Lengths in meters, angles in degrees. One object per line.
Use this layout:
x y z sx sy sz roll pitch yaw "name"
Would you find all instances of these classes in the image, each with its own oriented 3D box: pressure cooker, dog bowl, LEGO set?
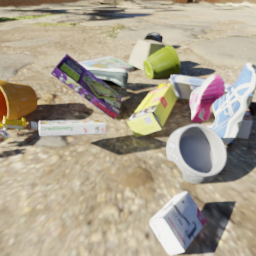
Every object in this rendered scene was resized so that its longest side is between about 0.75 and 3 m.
1.748 -5.983 19.290 1.086 1.103 1.235 32 40 19 "pressure cooker"
1.815 0.626 7.260 1.599 0.469 1.599 6 65 -13 "dog bowl"
-3.891 0.220 8.914 0.953 0.771 2.071 44 35 4 "LEGO set"

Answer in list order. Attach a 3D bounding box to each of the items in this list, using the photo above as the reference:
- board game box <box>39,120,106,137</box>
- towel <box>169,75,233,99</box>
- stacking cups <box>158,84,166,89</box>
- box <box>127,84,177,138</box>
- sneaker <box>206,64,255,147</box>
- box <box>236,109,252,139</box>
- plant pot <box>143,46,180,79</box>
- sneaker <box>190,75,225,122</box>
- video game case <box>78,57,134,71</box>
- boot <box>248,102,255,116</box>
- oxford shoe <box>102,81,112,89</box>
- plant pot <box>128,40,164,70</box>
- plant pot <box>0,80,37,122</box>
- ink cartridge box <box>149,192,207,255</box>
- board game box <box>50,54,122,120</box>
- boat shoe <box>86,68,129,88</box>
-1.584 -0.013 7.826 1.733 0.300 1.094 -2 8 -19 "board game box"
3.021 -1.308 10.676 2.725 0.324 2.001 14 -10 22 "towel"
1.578 -1.457 11.716 0.430 0.430 1.422 -2 25 -4 "stacking cups"
0.943 -0.676 9.915 1.012 0.674 2.690 -19 18 31 "box"
3.102 -0.745 8.385 0.978 2.539 0.961 22 6 18 "sneaker"
3.566 -0.290 9.553 0.993 0.694 1.304 6 30 11 "box"
1.581 -3.160 14.079 1.468 1.524 1.524 -24 35 -15 "plant pot"
2.545 -1.095 9.499 0.820 2.016 0.889 0 53 -15 "sneaker"
-1.277 -3.435 15.553 2.260 0.274 2.482 -19 35 -30 "video game case"
4.838 -0.784 10.704 0.561 0.433 1.158 -2 27 2 "boot"
-1.639 -1.804 11.877 2.118 0.755 0.755 22 -11 4 "oxford shoe"
1.125 -3.975 15.155 1.542 1.367 1.544 -8 29 -34 "plant pot"
-4.141 -0.944 9.953 1.627 1.627 1.490 17 22 27 "plant pot"
1.004 1.865 5.564 1.039 0.441 0.757 -27 81 -45 "ink cartridge box"
-1.429 -1.553 10.404 2.745 0.443 1.648 37 30 -17 "board game box"
-1.256 -2.210 12.721 2.590 0.800 0.943 2 -7 11 "boat shoe"
